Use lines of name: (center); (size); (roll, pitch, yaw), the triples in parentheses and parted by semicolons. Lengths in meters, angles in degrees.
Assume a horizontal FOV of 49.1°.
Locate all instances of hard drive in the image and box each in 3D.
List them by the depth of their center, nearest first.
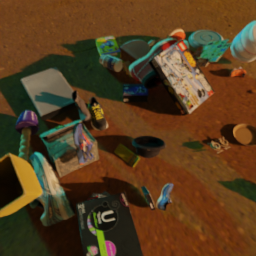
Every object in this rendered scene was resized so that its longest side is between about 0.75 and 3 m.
hard drive: (0.601, 2.107, 8.443); (0.145, 0.764, 0.534); (-21, 97, -7)
hard drive: (-3.266, -1.469, 11.708); (1.688, 0.398, 2.419); (-25, 57, -20)

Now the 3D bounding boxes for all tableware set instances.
tableware set: (3.295, 0.576, 10.058); (0.808, 0.162, 0.534); (-17, 48, -33)

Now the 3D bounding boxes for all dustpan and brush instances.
dustpan and brush: (0.736, -3.938, 13.783); (1.447, 0.593, 2.073); (39, 66, 12)

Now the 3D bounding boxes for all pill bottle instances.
pill bottle: (5.356, -3.694, 11.900); (1.365, 2.509, 1.365); (0, 90, 4)
pill bottle: (-0.805, -3.007, 12.891); (1.057, 0.586, 0.586); (27, 55, 28)

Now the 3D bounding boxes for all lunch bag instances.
lunch bag: (-2.094, 0.510, 9.685); (1.530, 1.097, 1.866); (-24, 48, -22)

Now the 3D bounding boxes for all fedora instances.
fedora: (0.707, 0.709, 9.776); (1.182, 0.540, 1.182); (5, 24, -2)

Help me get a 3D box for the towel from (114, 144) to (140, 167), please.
towel: (-0.050, 0.956, 9.828); (0.935, 0.084, 0.403); (36, 88, 24)

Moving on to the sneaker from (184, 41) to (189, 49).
sneaker: (2.127, -2.897, 12.403); (1.010, 0.896, 2.390); (5, 64, 11)

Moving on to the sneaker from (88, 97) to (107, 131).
sneaker: (-1.256, -0.558, 10.827); (0.589, 0.669, 1.582); (-20, 52, -14)

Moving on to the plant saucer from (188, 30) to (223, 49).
plant saucer: (4.054, -4.548, 14.424); (1.831, 0.251, 1.831); (0, 51, 0)

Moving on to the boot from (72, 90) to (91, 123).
boot: (-1.853, -0.818, 10.672); (0.437, 0.825, 1.253); (-30, 45, 1)

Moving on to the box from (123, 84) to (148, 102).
box: (0.301, -1.461, 11.760); (1.044, 0.411, 0.736); (-1, 48, 0)

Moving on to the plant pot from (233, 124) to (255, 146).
plant pot: (4.452, 0.286, 10.475); (1.049, 0.144, 1.049); (0, 50, 0)

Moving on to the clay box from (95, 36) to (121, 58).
clay box: (-1.029, -4.023, 13.879); (0.954, 0.395, 1.660); (-13, 52, -10)

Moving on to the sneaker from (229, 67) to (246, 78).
sneaker: (4.995, -2.448, 12.626); (0.834, 0.323, 0.467); (-27, 54, -21)

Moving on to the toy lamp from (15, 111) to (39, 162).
toy lamp: (-3.594, 0.652, 9.758); (0.869, 0.869, 2.984); (-5, 53, -4)

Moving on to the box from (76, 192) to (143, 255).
box: (-0.507, 2.991, 7.540); (1.436, 1.202, 1.934); (-12, 50, -10)

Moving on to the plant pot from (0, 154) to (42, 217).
plant pot: (-3.050, 1.594, 7.509); (1.232, 1.260, 1.224); (-33, 69, 5)

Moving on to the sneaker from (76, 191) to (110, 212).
sneaker: (-1.069, 2.319, 8.668); (1.160, 0.460, 0.554); (-15, 39, -21)

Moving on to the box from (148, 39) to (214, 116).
box: (2.173, -2.017, 11.206); (1.757, 0.512, 2.567); (-37, 98, -27)

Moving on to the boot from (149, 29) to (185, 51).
boot: (2.198, -3.903, 13.585); (1.273, 0.891, 2.374); (43, 59, 9)

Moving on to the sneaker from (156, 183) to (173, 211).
sneaker: (1.200, 2.110, 8.533); (0.394, 0.347, 0.883); (23, 91, 40)

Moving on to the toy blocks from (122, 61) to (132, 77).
toy blocks: (0.116, -2.768, 12.765); (0.541, 0.396, 0.792); (-31, 87, -31)

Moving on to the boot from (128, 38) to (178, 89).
boot: (1.454, -2.686, 11.874); (2.545, 0.922, 1.836); (-38, 42, -2)

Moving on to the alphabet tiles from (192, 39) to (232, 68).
alphabet tiles: (3.582, -3.347, 12.657); (2.105, 0.067, 1.751); (-47, 32, -23)

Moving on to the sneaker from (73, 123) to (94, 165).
sneaker: (-1.352, 0.445, 8.433); (0.534, 1.361, 0.513); (-12, 29, -12)

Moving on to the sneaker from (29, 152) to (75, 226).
sneaker: (-2.673, 1.830, 8.664); (1.111, 0.999, 2.573); (-28, 55, -17)
